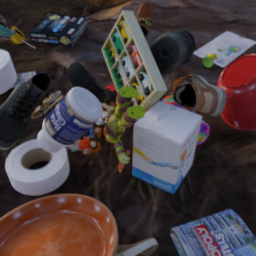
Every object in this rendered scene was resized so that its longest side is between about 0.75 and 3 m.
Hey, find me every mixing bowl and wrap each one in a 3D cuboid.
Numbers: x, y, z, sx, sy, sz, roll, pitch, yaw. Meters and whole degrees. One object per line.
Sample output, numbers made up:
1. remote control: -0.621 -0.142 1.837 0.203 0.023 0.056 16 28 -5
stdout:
1. mixing bowl: 3.503 -1.224 8.072 2.362 1.279 2.362 -30 40 28

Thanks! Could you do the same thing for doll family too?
1. doll family: -1.192 0.212 7.719 0.944 0.685 1.520 3 51 -13

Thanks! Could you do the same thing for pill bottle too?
1. pill bottle: -1.296 -0.100 5.975 0.824 1.484 0.824 34 33 -25

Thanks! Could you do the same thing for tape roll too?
1. tape roll: -5.436 -1.969 10.212 2.503 0.875 2.503 -3 41 2
2. tape roll: -2.277 0.951 7.101 1.516 0.530 1.516 0 41 0

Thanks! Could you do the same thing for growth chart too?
1. growth chart: -0.946 -0.322 8.706 1.171 0.104 0.847 -7 33 -29

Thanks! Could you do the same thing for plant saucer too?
1. plant saucer: -1.469 2.185 5.075 2.618 0.423 2.618 -6 26 3

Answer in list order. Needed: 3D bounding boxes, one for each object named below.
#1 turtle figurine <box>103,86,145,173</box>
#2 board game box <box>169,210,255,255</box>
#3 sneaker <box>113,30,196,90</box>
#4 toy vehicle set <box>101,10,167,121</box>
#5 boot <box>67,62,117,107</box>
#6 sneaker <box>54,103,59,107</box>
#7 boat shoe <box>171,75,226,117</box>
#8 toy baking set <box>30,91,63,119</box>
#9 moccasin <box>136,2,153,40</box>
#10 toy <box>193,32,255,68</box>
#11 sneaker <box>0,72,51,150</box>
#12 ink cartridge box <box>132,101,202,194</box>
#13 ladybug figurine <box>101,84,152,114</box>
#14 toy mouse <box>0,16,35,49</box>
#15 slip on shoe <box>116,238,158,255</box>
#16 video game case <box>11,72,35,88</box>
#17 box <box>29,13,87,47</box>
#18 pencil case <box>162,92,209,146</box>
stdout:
1. turtle figurine: -0.239 -0.169 6.473 0.666 1.667 2.067 7 53 -18
2. board game box: 1.619 2.514 5.193 1.910 0.589 1.911 -12 42 -15
3. sneaker: 0.794 -1.794 7.976 1.623 2.833 1.083 -33 90 -42
4. toy vehicle set: 0.056 -1.549 7.171 0.318 1.490 2.397 -7 66 -32
5. boot: -0.889 -1.117 8.172 1.699 0.588 1.479 47 12 15
6. sneaker: -2.076 -0.605 9.044 0.296 0.444 0.775 8 19 20
7. boat shoe: 1.587 -0.924 7.266 0.827 0.872 2.304 2 15 -16
8. toy baking set: -2.360 -0.661 7.942 1.299 0.151 0.997 2 51 53
9. moccasin: 0.346 -2.668 7.457 0.511 1.396 0.539 21 3 -4
10. toy: 4.116 -3.237 12.018 2.621 0.619 1.509 -33 53 -30
11. sneaker: -2.729 -0.521 7.113 1.134 0.798 2.134 -25 43 42
12. ink cartridge box: 0.907 0.453 6.793 1.201 1.660 1.222 22 45 25
13. ladybug figurine: -0.121 -0.977 9.196 1.875 0.674 1.272 14 35 17
14. toy mouse: -5.815 -4.625 12.598 0.529 2.427 2.731 -48 62 11
15. slip on shoe: -0.262 2.437 5.290 1.705 0.648 0.517 -23 50 -14
16. video game case: -4.139 -1.829 10.730 1.201 0.108 0.860 -12 42 -14
17. box: -3.373 -4.897 13.934 2.060 0.596 2.591 9 41 6
18. pencil case: 1.655 -0.301 8.324 0.822 0.822 1.861 -14 42 -16
